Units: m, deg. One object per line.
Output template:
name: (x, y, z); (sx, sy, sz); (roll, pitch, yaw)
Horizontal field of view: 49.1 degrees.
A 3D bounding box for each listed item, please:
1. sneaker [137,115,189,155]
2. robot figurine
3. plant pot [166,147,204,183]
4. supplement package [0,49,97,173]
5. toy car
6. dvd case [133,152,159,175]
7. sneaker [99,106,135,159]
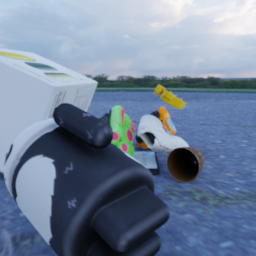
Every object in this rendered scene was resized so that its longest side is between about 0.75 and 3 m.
sneaker: (0.816, 0.410, 6.602); (1.558, 0.583, 0.776); (37, 40, -9)
robot figurine: (-0.536, 0.672, 3.071); (1.982, 1.489, 1.237); (32, -5, 36)
plant pot: (1.323, 0.704, 5.993); (0.732, 0.732, 0.783); (7, 12, 35)
supplement package: (-2.495, -0.539, 6.966); (2.215, 2.199, 2.919); (25, 14, 5)
toy car: (0.827, 0.016, 7.299); (0.986, 1.454, 2.964); (35, -3, 8)
dvd case: (-0.251, 0.836, 6.884); (1.967, 0.173, 1.404); (1, 11, 2)
sneaker: (-0.564, 0.475, 6.484); (1.205, 1.103, 2.875); (-32, 14, 20)
